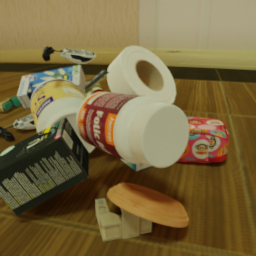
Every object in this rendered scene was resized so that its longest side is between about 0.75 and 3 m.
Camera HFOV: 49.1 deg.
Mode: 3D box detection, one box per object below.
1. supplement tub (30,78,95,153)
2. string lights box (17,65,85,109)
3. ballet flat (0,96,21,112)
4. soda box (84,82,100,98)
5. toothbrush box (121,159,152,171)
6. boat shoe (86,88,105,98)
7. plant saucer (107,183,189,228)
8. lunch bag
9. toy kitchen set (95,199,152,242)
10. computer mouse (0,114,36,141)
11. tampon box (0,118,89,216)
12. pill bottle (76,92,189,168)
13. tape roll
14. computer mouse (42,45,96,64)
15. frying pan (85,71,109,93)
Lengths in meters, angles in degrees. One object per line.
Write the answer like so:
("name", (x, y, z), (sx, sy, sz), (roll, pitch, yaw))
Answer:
("supplement tub", (-1.999, -0.324, 8.785), (1.843, 1.843, 2.535), (-8, 31, -22))
("string lights box", (-2.956, -1.609, 10.973), (2.427, 0.716, 1.247), (-10, 48, 4))
("ballet flat", (-5.654, -1.133, 13.297), (0.592, 0.592, 1.674), (4, 21, 9))
("soda box", (-2.889, -1.775, 14.311), (2.924, 0.990, 0.936), (-4, 21, -12))
("toothbrush box", (0.251, 0.858, 8.093), (0.629, 0.367, 0.860), (-12, 24, -30))
("boat shoe", (-0.311, -0.212, 8.108), (0.789, 2.522, 0.898), (33, 78, 35))
("plant saucer", (0.412, 1.450, 5.510), (1.658, 0.310, 1.658), (20, -2, 1))
("lunch bag", (1.778, 0.208, 8.868), (2.532, 1.037, 2.230), (3, 20, 11))
("toy kitchen set", (-0.114, 1.579, 5.546), (0.960, 0.783, 0.866), (-5, 21, -15))
("computer mouse", (-3.863, -0.088, 10.588), (1.185, 0.474, 2.162), (11, 28, 39))
("tampon box", (-1.795, 0.751, 5.864), (1.662, 1.049, 1.245), (-28, 21, 2))
("pill bottle", (0.001, -0.020, 5.597), (1.300, 1.300, 2.277), (-14, 17, -33))
("tape roll", (0.473, -1.493, 9.108), (2.306, 2.306, 0.806), (-23, -10, -46))
("computer mouse", (-1.744, -2.129, 8.376), (1.571, 0.345, 0.861), (3, 30, -16))
("frying pan", (-0.817, -1.181, 7.019), (0.755, 0.203, 1.248), (-39, 13, -4))
